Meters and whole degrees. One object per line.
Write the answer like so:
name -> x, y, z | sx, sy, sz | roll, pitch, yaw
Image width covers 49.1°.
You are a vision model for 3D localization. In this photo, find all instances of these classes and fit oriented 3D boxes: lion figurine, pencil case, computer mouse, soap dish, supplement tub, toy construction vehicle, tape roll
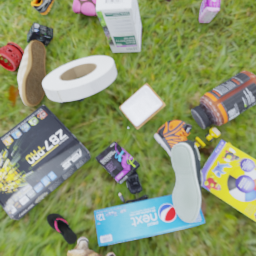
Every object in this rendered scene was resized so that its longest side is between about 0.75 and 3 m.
lion figurine -> -0.169, 3.541, 6.659 | 2.748, 1.683, 0.996 | 28, 58, -4
pencil case -> -0.853, -4.389, 10.249 | 2.191, 1.026, 0.994 | 18, 93, 5
computer mouse -> 0.041, 1.710, 7.890 | 0.751, 0.246, 1.069 | -18, 58, -16
soap dish -> 0.431, -0.633, 8.430 | 1.122, 0.456, 0.883 | -41, 80, 6
supplement tub -> 2.904, -0.775, 8.357 | 2.000, 1.070, 1.070 | -31, 70, -1
toy construction vehicle -> 2.433, 0.593, 8.392 | 1.082, 0.381, 0.942 | -43, 74, -8
tape roll -> -1.425, -1.489, 8.262 | 2.222, 0.406, 2.222 | -12, 34, 8

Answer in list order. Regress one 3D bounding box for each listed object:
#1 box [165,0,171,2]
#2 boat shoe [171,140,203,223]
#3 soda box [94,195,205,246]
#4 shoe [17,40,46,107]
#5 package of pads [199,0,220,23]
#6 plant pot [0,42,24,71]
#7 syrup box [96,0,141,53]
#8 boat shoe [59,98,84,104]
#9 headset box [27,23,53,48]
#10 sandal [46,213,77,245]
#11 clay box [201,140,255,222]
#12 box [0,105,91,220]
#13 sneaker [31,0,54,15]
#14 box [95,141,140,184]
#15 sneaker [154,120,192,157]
box -> 1.497, -6.033, 10.584 | 1.315, 1.601, 1.328 | 36, 72, 14
boat shoe -> 1.460, 1.264, 6.682 | 0.739, 0.590, 1.955 | 5, 103, 34
soda box -> 0.520, 2.372, 7.301 | 2.669, 0.905, 0.856 | -10, 66, -4
shoe -> -3.185, -1.748, 9.296 | 0.637, 0.835, 2.388 | -17, 63, 37
package of pads -> 2.883, -4.279, 9.925 | 0.473, 1.251, 0.754 | 6, 93, 1
plant pot -> -3.972, -2.430, 9.492 | 0.788, 0.788, 0.718 | 23, 59, 10
syrup box -> -0.203, -3.373, 8.793 | 1.003, 2.547, 1.037 | 1, 78, 8
boat shoe -> -1.597, -1.072, 8.698 | 1.723, 0.571, 0.644 | -12, 33, 23
headset box -> -3.055, -3.171, 9.680 | 0.695, 0.798, 0.370 | 8, 71, -35
sandal -> -1.756, 2.643, 7.474 | 1.042, 0.235, 0.391 | 39, 55, 18
clay box -> 3.204, 1.557, 7.530 | 2.439, 0.581, 1.402 | 32, 88, 16
box -> -2.779, 0.916, 8.078 | 2.668, 0.655, 2.151 | -40, 75, -17
sneaker -> -2.937, -4.916, 10.121 | 0.635, 0.627, 1.623 | 38, 108, 22
box -> -0.319, 0.990, 8.149 | 0.797, 0.201, 1.115 | -41, 58, -16
sneaker -> 1.543, 0.398, 7.859 | 0.990, 0.685, 1.767 | -51, 56, 12
